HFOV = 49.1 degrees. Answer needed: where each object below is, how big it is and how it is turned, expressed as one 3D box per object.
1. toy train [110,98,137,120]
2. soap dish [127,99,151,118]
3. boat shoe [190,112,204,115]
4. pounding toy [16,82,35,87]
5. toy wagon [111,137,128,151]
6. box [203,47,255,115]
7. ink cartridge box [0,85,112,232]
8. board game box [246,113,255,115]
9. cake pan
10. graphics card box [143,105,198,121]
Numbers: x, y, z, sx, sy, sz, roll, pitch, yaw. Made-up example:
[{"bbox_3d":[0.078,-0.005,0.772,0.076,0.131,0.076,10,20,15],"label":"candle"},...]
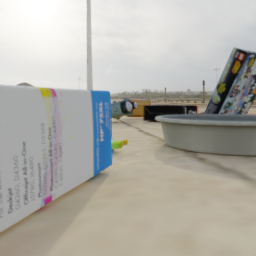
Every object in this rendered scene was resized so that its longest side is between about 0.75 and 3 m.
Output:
[{"bbox_3d":[-0.575,-0.652,10.690,1.792,0.763,1.021,-11,5,24],"label":"toy train"},{"bbox_3d":[0.469,-0.914,13.312,1.160,0.913,0.471,0,39,-19],"label":"soap dish"},{"bbox_3d":[1.923,-0.184,8.125,1.268,0.456,0.431,-7,5,36],"label":"boat shoe"},{"bbox_3d":[-2.155,-0.756,6.974,2.240,1.285,1.281,2,-24,-8],"label":"pounding toy"},{"bbox_3d":[-0.489,0.250,4.139,0.992,0.196,0.770,2,6,19],"label":"toy wagon"},{"bbox_3d":[2.515,-0.809,6.507,1.331,1.943,0.388,-6,35,-40],"label":"box"},{"bbox_3d":[-1.206,0.109,1.998,1.420,0.822,2.445,1,6,18],"label":"ink cartridge box"},{"bbox_3d":[5.000,-0.324,9.812,1.546,0.358,1.171,-4,6,-41],"label":"board game box"},{"bbox_3d":[1.772,0.046,4.791,2.614,0.479,2.614,0,5,0],"label":"cake pan"},{"bbox_3d":[1.860,-0.643,11.726,1.660,0.673,2.646,3,4,24],"label":"graphics card box"}]
